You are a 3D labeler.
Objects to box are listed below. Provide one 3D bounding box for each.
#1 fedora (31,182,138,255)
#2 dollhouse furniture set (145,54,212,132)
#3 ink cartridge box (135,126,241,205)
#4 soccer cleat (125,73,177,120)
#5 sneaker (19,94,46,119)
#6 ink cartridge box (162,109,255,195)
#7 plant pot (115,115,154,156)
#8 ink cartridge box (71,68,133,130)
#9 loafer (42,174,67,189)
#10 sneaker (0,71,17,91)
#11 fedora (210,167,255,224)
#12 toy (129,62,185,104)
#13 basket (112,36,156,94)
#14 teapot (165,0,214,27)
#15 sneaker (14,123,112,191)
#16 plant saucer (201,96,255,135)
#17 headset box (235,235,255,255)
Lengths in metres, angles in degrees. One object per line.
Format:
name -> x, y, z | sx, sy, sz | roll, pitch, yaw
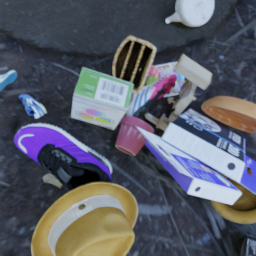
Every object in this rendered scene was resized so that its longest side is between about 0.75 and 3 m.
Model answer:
fedora -> -0.773, 2.593, 6.474 | 2.724, 2.724, 1.111 | -30, 34, -17
dollhouse furniture set -> 1.537, -1.155, 9.096 | 1.060, 2.394, 1.241 | 33, 42, -3
ink cartridge box -> 1.317, 0.899, 6.871 | 0.473, 2.179, 2.158 | -59, 33, 12
soccer cleat -> 0.696, -1.235, 9.801 | 2.221, 0.776, 0.959 | -45, 61, 0
sneaker -> -3.572, -0.791, 10.174 | 1.273, 0.471, 0.524 | 33, 66, 19
ink cartridge box -> 2.621, 0.504, 8.014 | 2.814, 0.611, 2.788 | 32, 21, 14
plant pot -> 0.121, 0.301, 9.196 | 1.155, 1.155, 1.034 | 24, 77, 14
ink cartridge box -> -0.908, -0.644, 8.402 | 1.428, 2.751, 0.816 | 16, 72, -9
loafer -> -2.071, 1.620, 8.427 | 0.991, 0.375, 0.338 | 13, 44, -25
sneaker -> -4.850, -1.883, 10.854 | 0.465, 0.440, 1.151 | 35, 63, 19
fedora -> 3.282, 2.019, 8.288 | 1.835, 0.748, 1.835 | -3, 60, 5
toy -> 1.010, -1.910, 10.743 | 2.778, 0.656, 1.599 | -9, 58, -6
basket -> 0.094, -2.004, 8.676 | 1.100, 1.542, 1.148 | 19, 21, -8
teapot -> 2.825, -5.420, 12.475 | 1.829, 1.805, 1.336 | 4, 18, -22
sneaker -> -1.675, 0.886, 7.339 | 2.855, 0.992, 1.420 | 28, 18, -13
plant saucer -> 3.428, -0.355, 8.394 | 2.454, 2.454, 0.459 | 23, 89, 14
headset box -> 3.831, 3.878, 7.117 | 2.076, 0.802, 1.545 | 16, 60, 9
